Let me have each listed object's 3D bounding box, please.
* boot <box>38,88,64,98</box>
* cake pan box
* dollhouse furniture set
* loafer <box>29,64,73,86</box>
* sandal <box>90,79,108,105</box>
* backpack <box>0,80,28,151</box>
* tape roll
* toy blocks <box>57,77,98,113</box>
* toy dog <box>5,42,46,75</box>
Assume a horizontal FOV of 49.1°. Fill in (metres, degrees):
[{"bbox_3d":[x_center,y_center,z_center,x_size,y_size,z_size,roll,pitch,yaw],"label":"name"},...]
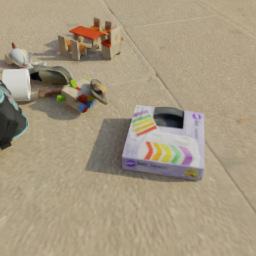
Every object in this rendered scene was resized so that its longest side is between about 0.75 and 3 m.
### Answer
[{"bbox_3d":[-2.488,-1.176,9.271,0.816,0.262,0.761,0,24,2],"label":"boot"},{"bbox_3d":[1.024,0.294,7.652,2.049,0.582,2.225,10,44,7],"label":"cake pan box"},{"bbox_3d":[-1.378,-3.813,11.589,2.325,1.211,2.350,26,49,25],"label":"dollhouse furniture set"},{"bbox_3d":[-2.726,-1.761,9.811,1.878,0.706,0.654,12,47,29],"label":"loafer"},{"bbox_3d":[-0.867,-1.196,8.656,0.559,0.373,1.368,26,28,-26],"label":"sandal"},{"bbox_3d":[-4.486,-0.587,7.245,2.618,2.283,2.978,-38,46,-11],"label":"backpack"},{"bbox_3d":[-3.576,-1.370,9.027,0.706,1.029,1.029,-4,43,-14],"label":"tape roll"},{"bbox_3d":[-1.412,-1.035,9.040,0.998,0.729,1.460,31,41,16],"label":"toy blocks"},{"bbox_3d":[-4.073,-2.703,10.689,1.683,0.811,1.110,22,47,22],"label":"toy dog"}]
